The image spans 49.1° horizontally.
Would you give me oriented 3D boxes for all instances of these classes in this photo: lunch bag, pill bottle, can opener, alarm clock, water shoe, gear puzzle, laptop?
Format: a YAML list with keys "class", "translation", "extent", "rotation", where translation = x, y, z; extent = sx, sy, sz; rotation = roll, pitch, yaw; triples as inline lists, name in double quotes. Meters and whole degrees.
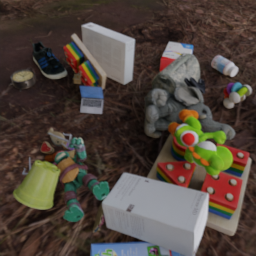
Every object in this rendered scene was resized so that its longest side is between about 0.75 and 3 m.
- class: "lunch bag"
  translation: [1.988, -1.874, 11.485]
  extent: [1.503, 1.809, 2.157]
  rotation: [28, 51, 26]
- class: "pill bottle"
  translation: [4.633, -2.942, 13.422]
  extent: [0.645, 0.645, 1.187]
  rotation: [-25, 50, -23]
- class: "can opener"
  translation: [2.504, -1.611, 10.630]
  extent: [0.490, 1.547, 0.608]
  rotation: [-13, 76, 35]
- class: "alarm clock"
  translation: [-4.729, -2.312, 12.872]
  extent: [1.055, 0.520, 1.564]
  rotation: [5, 46, 6]
- class: "water shoe"
  translation: [-3.922, -3.265, 13.458]
  extent: [0.954, 1.053, 2.668]
  rotation: [-31, 52, -28]
- class: "gear puzzle"
  translation: [-0.722, 2.363, 8.024]
  extent: [0.164, 0.650, 1.255]
  rotation: [25, 37, -9]
- class: "laptop"
  translation: [-1.502, -1.110, 11.262]
  extent: [0.926, 0.573, 0.989]
  rotation: [5, 82, 7]

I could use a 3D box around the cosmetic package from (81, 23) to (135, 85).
- class: "cosmetic package"
  translation: [-0.965, -3.432, 12.921]
  extent: [2.678, 2.019, 0.692]
  rotation: [30, 45, 27]

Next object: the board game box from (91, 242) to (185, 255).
- class: "board game box"
  translation: [0.357, 3.747, 6.680]
  extent: [2.561, 0.469, 1.937]
  rotation: [-1, 44, -1]

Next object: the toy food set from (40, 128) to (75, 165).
- class: "toy food set"
  translation: [-2.398, 0.829, 9.456]
  extent: [1.892, 0.298, 1.202]
  rotation: [26, 85, 34]

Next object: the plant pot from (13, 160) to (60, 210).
- class: "plant pot"
  translation: [-2.278, 1.412, 7.274]
  extent: [1.054, 1.054, 0.969]
  rotation: [25, 93, 23]

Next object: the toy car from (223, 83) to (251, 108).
- class: "toy car"
  translation: [4.241, -1.386, 11.183]
  extent: [0.969, 1.107, 0.830]
  rotation: [-31, 77, -17]

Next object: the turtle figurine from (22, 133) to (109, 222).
- class: "turtle figurine"
  translation: [-1.726, 1.234, 7.969]
  extent: [2.036, 1.369, 2.719]
  rotation: [-52, 49, 5]

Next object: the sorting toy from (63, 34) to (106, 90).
- class: "sorting toy"
  translation: [-1.786, -2.442, 11.370]
  extent: [0.693, 1.992, 1.980]
  rotation: [-37, 88, -10]

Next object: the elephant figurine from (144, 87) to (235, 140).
- class: "elephant figurine"
  translation: [2.058, -0.479, 10.158]
  extent: [2.881, 2.039, 2.235]
  rotation: [2, 72, 1]

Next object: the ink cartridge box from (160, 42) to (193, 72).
- class: "ink cartridge box"
  translation: [2.337, -3.289, 13.704]
  extent: [1.281, 0.741, 2.205]
  rotation: [13, 46, 13]

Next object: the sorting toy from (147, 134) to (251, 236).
- class: "sorting toy"
  translation: [2.234, 1.329, 8.773]
  extent: [2.875, 1.007, 2.893]
  rotation: [19, 48, 18]

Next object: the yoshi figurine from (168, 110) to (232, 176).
- class: "yoshi figurine"
  translation: [2.123, 0.494, 7.959]
  extent: [1.236, 1.240, 2.207]
  rotation: [-21, 44, -6]

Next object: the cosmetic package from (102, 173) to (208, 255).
- class: "cosmetic package"
  translation: [0.735, 2.210, 7.433]
  extent: [2.495, 1.012, 1.408]
  rotation: [7, 33, 25]

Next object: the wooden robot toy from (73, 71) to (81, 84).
- class: "wooden robot toy"
  translation: [-2.095, -2.887, 13.309]
  extent: [0.907, 0.881, 2.000]
  rotation: [5, 44, -10]
